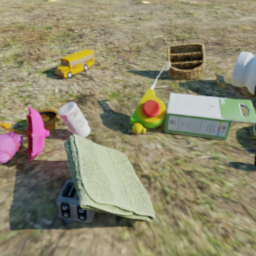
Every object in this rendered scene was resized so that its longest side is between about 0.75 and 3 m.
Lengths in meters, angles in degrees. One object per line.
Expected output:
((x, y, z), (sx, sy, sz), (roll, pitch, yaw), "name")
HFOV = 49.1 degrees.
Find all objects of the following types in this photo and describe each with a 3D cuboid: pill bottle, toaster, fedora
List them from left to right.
((-2.631, -0.186, 8.833), (1.120, 0.457, 1.120), (-3, 33, 2), "fedora")
((-1.562, -0.196, 8.253), (0.574, 1.012, 0.574), (-17, 37, 14), "pill bottle")
((-1.042, 1.558, 6.121), (0.792, 0.519, 0.875), (7, 34, 9), "toaster")
((5.466, -1.896, 10.360), (2.823, 1.634, 1.634), (20, 38, 28), "pill bottle")

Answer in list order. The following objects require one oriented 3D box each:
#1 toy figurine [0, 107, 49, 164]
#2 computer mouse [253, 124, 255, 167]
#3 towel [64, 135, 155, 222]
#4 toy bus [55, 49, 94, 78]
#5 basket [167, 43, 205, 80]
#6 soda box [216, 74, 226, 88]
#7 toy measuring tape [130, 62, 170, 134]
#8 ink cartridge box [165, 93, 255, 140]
((-3.514, 0.121, 7.162), (2.675, 2.182, 2.907), (17, 37, 10), "toy figurine")
((4.113, 0.339, 7.946), (1.317, 0.527, 2.403), (8, 34, 9), "computer mouse")
((-0.462, 1.050, 6.238), (1.805, 0.444, 2.433), (22, 19, -30), "towel")
((-2.411, -2.912, 12.692), (0.638, 0.767, 1.959), (22, 39, 29), "toy bus")
((2.468, -2.833, 12.022), (1.584, 1.180, 1.131), (-1, 48, 4), "basket")
((3.854, -1.949, 11.679), (0.260, 0.275, 0.813), (4, 33, 6), "soda box")
((0.969, -0.880, 8.916), (0.977, 0.977, 2.655), (22, 71, 29), "toy measuring tape")
((2.513, -0.360, 8.802), (2.591, 0.768, 1.345), (6, 34, 10), "ink cartridge box")
